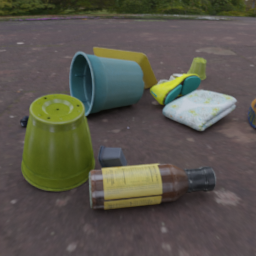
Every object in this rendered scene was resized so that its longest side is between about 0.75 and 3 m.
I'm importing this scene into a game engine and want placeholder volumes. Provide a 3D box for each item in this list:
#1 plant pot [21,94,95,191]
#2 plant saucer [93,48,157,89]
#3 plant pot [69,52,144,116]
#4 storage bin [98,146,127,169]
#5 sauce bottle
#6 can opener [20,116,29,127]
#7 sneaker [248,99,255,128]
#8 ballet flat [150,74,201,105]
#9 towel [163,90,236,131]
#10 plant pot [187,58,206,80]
[{"bbox_3d":[-1.686,0.232,6.803,1.866,1.797,1.866,6,38,-5],"label":"plant pot"},{"bbox_3d":[-0.152,-2.555,12.701,2.520,0.610,2.519,14,-14,23],"label":"plant saucer"},{"bbox_3d":[-0.774,-1.689,10.682,2.266,2.314,2.314,-8,28,-31],"label":"plant pot"},{"bbox_3d":[-0.349,0.768,6.854,0.510,0.759,0.552,-4,47,15],"label":"storage bin"},{"bbox_3d":[0.535,1.269,6.253,2.783,0.901,0.901,-2,27,-9],"label":"sauce bottle"},{"bbox_3d":[-3.283,-0.275,9.900,1.044,0.411,0.331,-14,-9,-31],"label":"can opener"},{"bbox_3d":[4.796,-0.187,9.297,0.993,0.848,2.254,10,33,-7],"label":"sneaker"},{"bbox_3d":[1.981,-1.784,11.746,0.990,0.987,2.953,34,41,27],"label":"ballet flat"},{"bbox_3d":[2.561,-0.720,10.065,2.079,0.501,1.780,-30,33,-27],"label":"towel"},{"bbox_3d":[3.603,-3.079,14.404,0.973,0.894,0.973,3,38,-2],"label":"plant pot"}]
